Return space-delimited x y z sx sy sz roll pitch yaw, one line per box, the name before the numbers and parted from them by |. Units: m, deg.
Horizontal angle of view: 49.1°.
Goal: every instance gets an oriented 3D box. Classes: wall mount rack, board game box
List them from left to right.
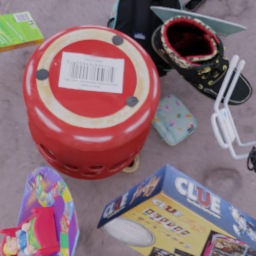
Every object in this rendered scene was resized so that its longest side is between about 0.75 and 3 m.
board game box | -3.404 -2.410 7.228 2.130 0.319 1.018 -22 73 -31
board game box | -1.632 1.885 4.482 1.963 0.484 2.485 21 99 48
board game box | 1.146 1.847 4.532 2.823 1.912 0.488 34 46 -12
wall mount rack | 1.976 -0.365 5.140 0.717 1.923 1.671 -19 89 27

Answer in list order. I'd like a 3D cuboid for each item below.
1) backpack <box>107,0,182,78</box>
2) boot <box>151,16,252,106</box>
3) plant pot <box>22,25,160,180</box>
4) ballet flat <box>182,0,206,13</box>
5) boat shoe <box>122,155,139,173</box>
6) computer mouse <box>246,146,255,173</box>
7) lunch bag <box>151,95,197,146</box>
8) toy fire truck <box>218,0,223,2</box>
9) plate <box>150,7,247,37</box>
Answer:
backpack | 0.429 -2.797 8.134 2.122 1.851 2.414 8 93 -10
boot | 1.690 -1.276 5.926 2.787 2.105 1.006 36 102 -5
plant pot | -0.776 -0.429 5.922 2.799 2.549 2.799 2 73 -8
ballet flat | 2.180 -4.166 9.323 0.454 0.388 1.366 43 81 9
boat shoe | -0.179 0.102 8.155 0.849 0.768 2.382 -18 78 -4
computer mouse | 2.190 1.147 4.016 0.481 1.264 1.826 -32 69 37
lunch bag | 1.294 -0.195 8.347 1.111 0.534 1.386 -35 79 -7
toy fire truck | 1.610 -3.916 6.804 1.962 1.434 2.229 -39 102 16
plate | 1.579 -2.426 6.521 2.258 2.258 0.289 15 110 3
